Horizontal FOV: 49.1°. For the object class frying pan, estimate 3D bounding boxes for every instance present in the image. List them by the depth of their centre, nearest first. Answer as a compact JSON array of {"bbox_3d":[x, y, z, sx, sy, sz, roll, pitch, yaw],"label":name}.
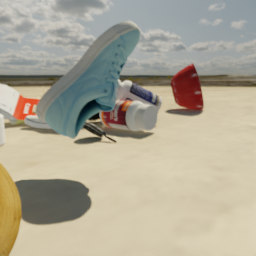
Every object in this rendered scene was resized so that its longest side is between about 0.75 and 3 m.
[{"bbox_3d":[-0.847,0.068,7.575,0.728,0.196,1.203,39,-18,-35],"label":"frying pan"}]

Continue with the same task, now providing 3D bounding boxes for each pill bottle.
[{"bbox_3d":[0.002,-0.405,8.997,1.744,0.955,0.955,8,13,38],"label":"pill bottle"},{"bbox_3d":[0.150,-1.057,10.271,1.966,1.092,1.092,26,5,-13],"label":"pill bottle"}]

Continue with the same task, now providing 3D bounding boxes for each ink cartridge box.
[{"bbox_3d":[-4.325,-0.963,10.175,2.355,0.672,1.914,0,31,-13],"label":"ink cartridge box"}]

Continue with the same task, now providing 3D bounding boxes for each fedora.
[{"bbox_3d":[-1.921,0.790,2.093,2.093,0.853,2.093,17,26,-8],"label":"fedora"}]

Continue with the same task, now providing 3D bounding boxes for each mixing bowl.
[{"bbox_3d":[2.957,-1.982,14.489,1.315,2.428,2.428,-14,9,7],"label":"mixing bowl"}]

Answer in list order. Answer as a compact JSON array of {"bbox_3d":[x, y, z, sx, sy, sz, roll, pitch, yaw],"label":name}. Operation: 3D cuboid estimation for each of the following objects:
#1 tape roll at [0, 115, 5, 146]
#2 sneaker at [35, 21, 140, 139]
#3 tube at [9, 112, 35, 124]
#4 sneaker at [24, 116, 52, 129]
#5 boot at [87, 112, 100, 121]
[{"bbox_3d":[-4.131,0.107,6.856,2.054,0.719,2.054,1,10,0],"label":"tape roll"},{"bbox_3d":[-0.467,-0.833,5.243,1.044,2.547,0.941,40,-6,13],"label":"sneaker"},{"bbox_3d":[-3.854,-0.429,10.704,0.451,0.403,1.554,21,15,15],"label":"tube"},{"bbox_3d":[-2.480,-0.356,9.244,2.068,0.732,0.755,4,8,17],"label":"sneaker"},{"bbox_3d":[-1.657,-0.762,10.842,2.114,0.841,2.429,8,8,35],"label":"boot"}]
